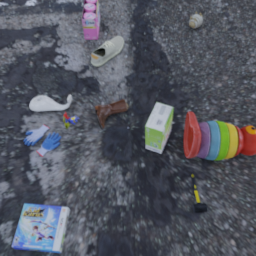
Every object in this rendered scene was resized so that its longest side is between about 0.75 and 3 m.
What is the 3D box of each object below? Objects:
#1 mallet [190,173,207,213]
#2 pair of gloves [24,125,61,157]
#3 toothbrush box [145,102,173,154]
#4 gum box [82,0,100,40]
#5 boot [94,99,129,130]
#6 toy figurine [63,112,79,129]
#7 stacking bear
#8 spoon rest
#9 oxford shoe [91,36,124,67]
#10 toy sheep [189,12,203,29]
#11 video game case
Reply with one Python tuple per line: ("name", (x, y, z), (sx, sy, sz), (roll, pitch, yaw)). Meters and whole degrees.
("mallet", (2.158, 2.124, 9.156), (0.445, 0.278, 1.351), (-11, 54, -5))
("pair of gloves", (-3.186, 0.416, 10.357), (1.327, 0.151, 1.067), (33, 62, 19))
("toothbrush box", (1.076, 0.031, 9.766), (0.645, 1.498, 1.091), (19, 60, 15))
("gum box", (-1.787, -5.424, 13.663), (0.666, 1.142, 2.013), (0, 56, 0))
("boot", (-0.553, -0.558, 10.817), (1.339, 0.430, 1.248), (-12, 54, -8))
("toy figurine", (-2.104, -0.329, 10.479), (0.510, 0.449, 0.852), (-12, 26, -1))
("stacking bear", (3.304, 0.408, 9.594), (2.558, 1.454, 1.553), (3, 34, 0))
("spoon rest", (-3.064, -0.960, 11.098), (1.783, 0.540, 0.886), (-2, 42, 13))
("oxford shoe", (-0.909, -3.617, 12.783), (0.809, 0.622, 2.153), (29, 59, 22))
("toy sheep", (3.379, -5.318, 13.884), (1.000, 0.690, 0.690), (-40, 65, -18))
("video game case", (-2.614, 3.023, 8.501), (1.429, 0.325, 1.296), (4, 56, 3))
